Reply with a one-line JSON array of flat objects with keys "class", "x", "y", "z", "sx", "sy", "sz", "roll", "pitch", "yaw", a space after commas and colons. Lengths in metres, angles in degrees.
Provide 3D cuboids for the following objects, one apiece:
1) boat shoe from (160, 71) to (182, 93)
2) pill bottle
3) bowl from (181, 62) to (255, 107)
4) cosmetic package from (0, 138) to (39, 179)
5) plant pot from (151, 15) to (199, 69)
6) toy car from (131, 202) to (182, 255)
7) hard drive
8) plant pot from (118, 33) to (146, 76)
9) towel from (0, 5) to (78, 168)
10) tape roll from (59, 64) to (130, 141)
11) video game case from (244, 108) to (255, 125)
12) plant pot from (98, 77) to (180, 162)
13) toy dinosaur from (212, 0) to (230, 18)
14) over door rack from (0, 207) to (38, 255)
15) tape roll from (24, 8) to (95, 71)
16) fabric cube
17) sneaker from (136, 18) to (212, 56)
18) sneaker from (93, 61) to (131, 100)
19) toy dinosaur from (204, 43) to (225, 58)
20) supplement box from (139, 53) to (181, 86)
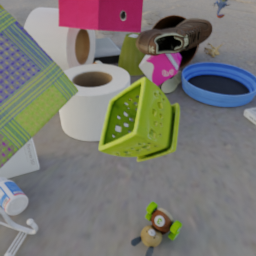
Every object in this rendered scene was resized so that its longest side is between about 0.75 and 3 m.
[{"class": "boat shoe", "x": 1.643, "y": -1.736, "z": 10.906, "sx": 0.431, "sy": 0.503, "sz": 1.376, "roll": -15, "pitch": 24, "yaw": 52}, {"class": "pill bottle", "x": -2.649, "y": 1.473, "z": 6.195, "sx": 0.506, "sy": 0.506, "sz": 0.902, "roll": -28, "pitch": 44, "yaw": -34}, {"class": "bowl", "x": 3.421, "y": -1.677, "z": 10.605, "sx": 2.840, "sy": 0.557, "sz": 2.840, "roll": 1, "pitch": 36, "yaw": -1}, {"class": "cosmetic package", "x": -3.289, "y": 0.744, "z": 6.814, "sx": 1.991, "sy": 1.012, "sz": 0.737, "roll": -15, "pitch": 38, "yaw": -18}, {"class": "plant pot", "x": 2.350, "y": -3.962, "z": 12.868, "sx": 2.226, "sy": 2.226, "sz": 2.382, "roll": 15, "pitch": 24, "yaw": 20}, {"class": "toy car", "x": 0.473, "y": 2.014, "z": 5.359, "sx": 0.713, "sy": 0.685, "sz": 0.868, "roll": 34, "pitch": 58, "yaw": 25}, {"class": "hard drive", "x": -1.440, "y": -3.799, "z": 13.832, "sx": 1.840, "sy": 0.434, "sz": 2.636, "roll": -11, "pitch": 36, "yaw": -16}, {"class": "plant pot", "x": 0.251, "y": -3.246, "z": 12.096, "sx": 1.413, "sy": 1.510, "sz": 1.413, "roll": 0, "pitch": 35, "yaw": 0}, {"class": "towel", "x": -2.364, "y": -0.975, "z": 4.263, "sx": 2.827, "sy": 0.322, "sz": 2.030, "roll": 44, "pitch": 64, "yaw": -9}, {"class": "tape roll", "x": -1.035, "y": -0.834, "z": 8.598, "sx": 2.238, "sy": 1.537, "sz": 2.238, "roll": 0, "pitch": 35, "yaw": 0}, {"class": "video game case", "x": 5.292, "y": -0.122, "z": 8.687, "sx": 2.427, "sy": 0.288, "sz": 2.209, "roll": -10, "pitch": 36, "yaw": -15}, {"class": "plant pot", "x": 0.186, "y": -0.020, "z": 3.566, "sx": 0.735, "sy": 0.810, "sz": 0.806, "roll": 26, "pitch": 59, "yaw": -29}, {"class": "toy dinosaur", "x": 3.404, "y": -4.410, "z": 9.910, "sx": 0.548, "sy": 0.946, "sz": 1.043, "roll": 26, "pitch": 39, "yaw": 19}, {"class": "over door rack", "x": -3.056, "y": 2.125, "z": 5.061, "sx": 2.235, "sy": 0.744, "sz": 1.651, "roll": 8, "pitch": 35, "yaw": 12}, {"class": "tape roll", "x": -2.636, "y": -3.346, "z": 11.221, "sx": 1.833, "sy": 2.669, "sz": 2.669, "roll": 10, "pitch": 36, "yaw": 15}, {"class": "fabric cube", "x": -0.811, "y": -4.043, "z": 8.599, "sx": 1.993, "sy": 1.986, "sz": 1.955, "roll": 21, "pitch": 25, "yaw": 37}, {"class": "sneaker", "x": 1.748, "y": -2.865, "z": 9.280, "sx": 2.920, "sy": 1.028, "sz": 1.103, "roll": -19, "pitch": 39, "yaw": -17}, {"class": "sneaker", "x": -0.796, "y": -1.551, "z": 10.324, "sx": 1.151, "sy": 1.089, "sz": 2.985, "roll": -37, "pitch": 40, "yaw": -18}, {"class": "toy dinosaur", "x": 4.294, "y": -3.926, "z": 14.156, "sx": 0.786, "sy": 0.452, "sz": 1.554, "roll": 30, "pitch": 50, "yaw": 14}, {"class": "supplement box", "x": 1.323, "y": -2.649, "z": 11.135, "sx": 1.081, "sy": 1.104, "sz": 2.135, "roll": -31, "pitch": 17, "yaw": 29}]
